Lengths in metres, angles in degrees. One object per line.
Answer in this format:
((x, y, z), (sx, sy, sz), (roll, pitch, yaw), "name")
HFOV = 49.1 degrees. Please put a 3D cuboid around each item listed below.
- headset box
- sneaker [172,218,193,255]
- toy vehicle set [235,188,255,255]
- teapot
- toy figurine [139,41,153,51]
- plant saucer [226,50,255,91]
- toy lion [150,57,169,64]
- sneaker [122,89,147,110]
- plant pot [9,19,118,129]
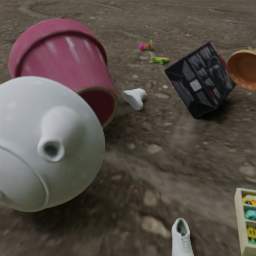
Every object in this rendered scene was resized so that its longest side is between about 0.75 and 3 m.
((2.639, -1.787, 9.701), (0.989, 1.905, 2.560), (-28, 8, 44), "headset box")
((0.960, 2.080, 5.031), (0.371, 0.360, 1.016), (-2, 32, -3), "sneaker")
((3.345, 1.936, 5.307), (2.395, 0.317, 1.488), (6, 32, 10), "toy vehicle set")
((-1.940, 0.577, 5.216), (2.779, 2.816, 2.057), (14, 41, 14), "teapot")
((0.977, -4.583, 15.745), (0.740, 0.603, 0.804), (-8, 10, 4), "toy figurine")
((3.988, -1.901, 9.167), (1.536, 1.536, 0.288), (27, 62, 37), "plant saucer")
((1.623, -3.431, 14.078), (0.820, 0.281, 0.786), (13, 27, 21), "toy lion")
((0.400, -1.089, 10.033), (0.770, 0.491, 1.333), (-16, 34, -19), "sneaker")
((-1.687, -1.258, 8.280), (2.949, 2.949, 2.640), (-17, 52, -25), "plant pot")
